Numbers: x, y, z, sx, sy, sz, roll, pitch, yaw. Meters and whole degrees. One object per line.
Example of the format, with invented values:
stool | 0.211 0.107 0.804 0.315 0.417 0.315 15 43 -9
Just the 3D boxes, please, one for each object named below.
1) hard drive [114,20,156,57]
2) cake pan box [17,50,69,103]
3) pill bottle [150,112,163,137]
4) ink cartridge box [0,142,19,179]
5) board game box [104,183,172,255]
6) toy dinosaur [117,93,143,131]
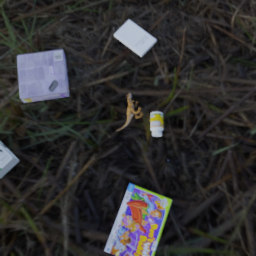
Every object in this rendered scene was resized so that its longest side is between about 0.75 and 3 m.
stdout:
hard drive | 0.262 -3.374 10.531 1.356 0.181 0.894 40 78 10
cake pan box | -3.021 -1.882 9.952 1.666 0.473 1.809 -10 74 -5
pill bottle | 0.965 -0.114 9.442 0.441 0.441 0.782 1 74 0
ink cartridge box | -4.427 0.919 9.066 1.365 0.567 1.001 41 78 11
board game box | 0.320 2.942 8.532 1.408 0.469 2.093 20 75 6
toy dinosaur | 0.098 -0.482 9.644 0.730 0.415 1.375 6 82 25
